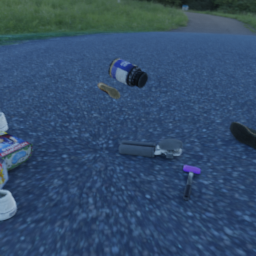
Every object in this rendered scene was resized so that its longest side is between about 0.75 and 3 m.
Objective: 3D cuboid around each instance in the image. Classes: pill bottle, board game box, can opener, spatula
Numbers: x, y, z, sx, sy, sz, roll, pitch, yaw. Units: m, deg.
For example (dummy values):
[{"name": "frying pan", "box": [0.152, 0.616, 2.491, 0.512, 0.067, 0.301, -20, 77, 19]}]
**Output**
[{"name": "pill bottle", "box": [0.011, -2.079, 10.809, 1.458, 0.815, 0.815, 29, 36, 27]}, {"name": "board game box", "box": [-4.573, 1.161, 9.353, 2.513, 0.776, 2.515, 18, 31, 31]}, {"name": "can opener", "box": [0.831, 0.643, 10.430, 2.347, 0.785, 0.626, 5, 26, 11]}, {"name": "spatula", "box": [1.955, 1.694, 8.891, 0.573, 0.208, 2.027, 10, 27, 14]}]

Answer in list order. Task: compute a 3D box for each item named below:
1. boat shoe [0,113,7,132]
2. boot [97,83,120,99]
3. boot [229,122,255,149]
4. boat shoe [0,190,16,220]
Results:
[{"name": "boat shoe", "box": [-6.119, 0.087, 11.539, 0.943, 0.837, 2.562, 8, 27, 16]}, {"name": "boot", "box": [-0.786, -1.521, 11.312, 0.988, 0.357, 0.822, 32, 3, -14]}, {"name": "boot", "box": [5.195, 0.288, 11.485, 1.229, 0.688, 1.777, -11, 40, -32]}, {"name": "boat shoe", "box": [-4.259, 1.930, 7.723, 2.382, 0.779, 0.876, 2, 25, 4]}]
